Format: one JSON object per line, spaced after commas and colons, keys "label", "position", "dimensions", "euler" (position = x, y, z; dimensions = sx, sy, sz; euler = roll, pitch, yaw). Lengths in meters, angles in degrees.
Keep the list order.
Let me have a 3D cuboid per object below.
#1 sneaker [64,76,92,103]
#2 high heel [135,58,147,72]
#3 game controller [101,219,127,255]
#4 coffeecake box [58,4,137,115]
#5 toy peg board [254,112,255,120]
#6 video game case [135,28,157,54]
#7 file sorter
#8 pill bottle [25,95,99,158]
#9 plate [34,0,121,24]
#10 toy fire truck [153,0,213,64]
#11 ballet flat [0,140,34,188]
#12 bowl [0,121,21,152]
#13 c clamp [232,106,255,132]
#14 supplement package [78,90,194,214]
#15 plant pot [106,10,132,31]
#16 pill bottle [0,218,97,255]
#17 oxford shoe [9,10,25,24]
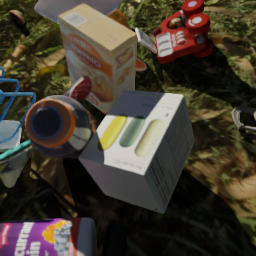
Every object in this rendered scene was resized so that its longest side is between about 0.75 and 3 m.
{"label": "sneaker", "position": [-1.477, -0.963, 7.673], "dimensions": [0.543, 1.346, 0.503], "euler": [4, 55, -41]}
{"label": "high heel", "position": [-0.119, -2.140, 9.734], "dimensions": [1.460, 0.700, 0.492], "euler": [1, 79, -22]}
{"label": "game controller", "position": [-0.469, 3.041, 5.289], "dimensions": [0.519, 1.286, 2.465], "euler": [2, 53, 13]}
{"label": "coffeecake box", "position": [-0.822, -1.798, 8.046], "dimensions": [2.013, 2.622, 0.958], "euler": [37, 61, 24]}
{"label": "toy peg board", "position": [5.021, 0.173, 7.394], "dimensions": [2.312, 1.131, 2.302], "euler": [0, 54, -8]}
{"label": "video game case", "position": [0.661, -3.230, 10.334], "dimensions": [0.836, 0.107, 0.919], "euler": [25, 38, -33]}
{"label": "file sorter", "position": [-3.956, -0.889, 7.109], "dimensions": [2.535, 1.759, 1.555], "euler": [38, 17, 9]}
{"label": "pill bottle", "position": [-1.478, 0.030, 6.574], "dimensions": [1.371, 2.580, 1.371], "euler": [0, 84, 2]}
{"label": "plate", "position": [-1.908, -4.753, 11.049], "dimensions": [2.609, 0.423, 2.615], "euler": [28, 66, -8]}
{"label": "toy fire truck", "position": [1.928, -3.495, 10.255], "dimensions": [2.007, 1.340, 2.390], "euler": [-14, 53, 14]}
{"label": "ballet flat", "position": [-3.337, 1.186, 6.776], "dimensions": [2.544, 0.879, 0.905], "euler": [-27, 99, -36]}
{"label": "bowl", "position": [-3.530, 0.275, 7.859], "dimensions": [0.994, 0.371, 0.995], "euler": [0, 53, -14]}
{"label": "c clamp", "position": [3.867, -0.075, 8.286], "dimensions": [1.602, 0.217, 1.368], "euler": [17, 56, 12]}
{"label": "supplement package", "position": [0.335, 0.477, 6.646], "dimensions": [1.673, 1.661, 2.204], "euler": [10, 54, 31]}
{"label": "plant pot", "position": [-0.358, -3.288, 10.021], "dimensions": [1.188, 1.297, 1.297], "euler": [46, 62, -1]}
{"label": "pill bottle", "position": [-2.083, 2.616, 5.425], "dimensions": [2.846, 1.586, 1.586], "euler": [-2, 53, -2]}
{"label": "oxford shoe", "position": [-4.499, -4.627, 11.570], "dimensions": [0.395, 0.372, 1.057], "euler": [-33, 60, -25]}
